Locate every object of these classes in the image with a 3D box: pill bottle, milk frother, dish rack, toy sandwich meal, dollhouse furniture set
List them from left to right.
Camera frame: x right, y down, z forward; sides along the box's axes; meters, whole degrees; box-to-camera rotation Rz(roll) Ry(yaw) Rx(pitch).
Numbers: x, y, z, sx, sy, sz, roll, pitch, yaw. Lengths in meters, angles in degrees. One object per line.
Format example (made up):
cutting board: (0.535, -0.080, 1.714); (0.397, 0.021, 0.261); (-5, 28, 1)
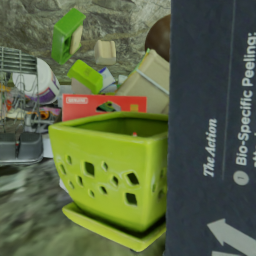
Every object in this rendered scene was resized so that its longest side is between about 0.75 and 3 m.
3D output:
dish rack: (-2.460, -0.522, 5.028); (1.821, 2.374, 0.648); (3, -34, -25)
toy sandwich meal: (-4.103, -0.836, 8.687); (0.460, 1.344, 1.344); (3, 11, 33)
milk frother: (-4.809, -1.624, 11.553); (1.565, 1.664, 1.502); (6, 55, 28)
pill bottle: (-2.496, -1.221, 7.932); (0.975, 0.975, 1.750); (-1, -8, -3)
dollhouse furniture set: (-0.270, -1.089, 5.995); (2.989, 1.494, 1.154); (36, -23, -2)

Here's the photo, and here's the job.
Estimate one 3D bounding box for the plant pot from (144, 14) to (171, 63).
plant pot: (1.428, -1.778, 7.111); (1.712, 1.712, 1.831); (-2, 38, -9)

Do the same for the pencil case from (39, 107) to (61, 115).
pencil case: (-2.031, -0.344, 8.474); (1.331, 0.582, 0.582); (3, 12, 7)

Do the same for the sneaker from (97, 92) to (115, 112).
sneaker: (-0.519, -0.735, 8.185); (1.306, 0.484, 0.546); (20, -18, 51)

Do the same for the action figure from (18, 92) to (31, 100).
action figure: (-3.753, -0.991, 10.831); (1.152, 1.115, 0.603); (-38, 23, -3)

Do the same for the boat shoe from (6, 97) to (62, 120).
boat shoe: (-3.029, -0.672, 9.354); (2.505, 0.823, 0.895); (4, 14, 20)

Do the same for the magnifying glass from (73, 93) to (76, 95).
magnifying glass: (-1.278, -0.687, 7.344); (0.593, 0.167, 1.489); (35, 3, -7)

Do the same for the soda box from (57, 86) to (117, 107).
soda box: (-1.311, -1.021, 10.274); (2.422, 0.825, 0.771); (-1, 40, -9)

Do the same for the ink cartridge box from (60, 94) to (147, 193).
ink cartridge box: (-0.223, 0.171, 3.891); (1.402, 1.235, 0.313); (-3, 10, -34)

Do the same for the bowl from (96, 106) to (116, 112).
bowl: (-0.805, -0.570, 8.757); (1.116, 0.219, 1.116); (-8, 50, 9)

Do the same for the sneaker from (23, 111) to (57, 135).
sneaker: (-2.021, -0.128, 7.087); (0.701, 0.692, 1.791); (0, 10, 11)

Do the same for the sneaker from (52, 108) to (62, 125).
sneaker: (-1.449, -0.298, 6.247); (0.288, 0.818, 0.309); (40, -18, -23)

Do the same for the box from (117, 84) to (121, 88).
box: (1.310, -0.790, 8.965); (2.568, 1.241, 2.266); (12, 19, 43)

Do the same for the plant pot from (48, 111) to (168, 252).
plant pot: (0.030, 0.473, 2.976); (1.235, 1.127, 1.241); (8, 13, 36)

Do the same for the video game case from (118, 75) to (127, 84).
video game case: (-0.016, -1.617, 11.768); (0.842, 1.177, 0.105); (10, -25, -19)

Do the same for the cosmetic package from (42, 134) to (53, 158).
cosmetic package: (-0.955, 0.249, 5.748); (1.177, 0.403, 1.561); (4, 12, 33)

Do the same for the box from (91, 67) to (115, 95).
box: (-1.057, -1.417, 9.097); (0.989, 0.564, 1.075); (-37, 11, -11)

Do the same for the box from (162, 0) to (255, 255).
box: (1.582, 0.067, 1.779); (2.416, 2.376, 1.418); (8, 14, 36)
